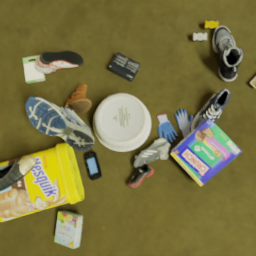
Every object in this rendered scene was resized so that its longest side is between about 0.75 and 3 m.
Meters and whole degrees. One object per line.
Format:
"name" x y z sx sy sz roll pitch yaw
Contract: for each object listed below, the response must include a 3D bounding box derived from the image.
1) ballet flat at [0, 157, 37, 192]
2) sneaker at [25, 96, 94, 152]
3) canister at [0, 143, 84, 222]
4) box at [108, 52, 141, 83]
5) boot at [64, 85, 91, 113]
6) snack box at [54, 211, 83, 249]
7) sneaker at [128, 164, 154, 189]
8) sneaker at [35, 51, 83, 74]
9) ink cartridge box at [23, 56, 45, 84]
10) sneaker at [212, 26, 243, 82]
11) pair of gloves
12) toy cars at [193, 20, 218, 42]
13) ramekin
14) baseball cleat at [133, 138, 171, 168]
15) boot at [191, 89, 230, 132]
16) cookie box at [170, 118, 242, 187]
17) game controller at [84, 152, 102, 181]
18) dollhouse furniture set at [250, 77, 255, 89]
"ballet flat" -4.213 1.555 8.809 2.952 0.981 0.839 -24 108 10
"sneaker" -2.265 -0.218 9.419 0.989 1.093 2.566 -41 117 18
"canister" -3.240 1.928 9.910 2.875 1.244 2.135 -16 81 -1
"box" -0.142 -2.382 11.022 1.047 0.413 0.739 29 78 3
"boot" -1.702 -1.080 10.233 0.601 1.566 1.216 39 54 -23
"snack box" -2.083 3.542 9.806 0.906 0.364 1.074 4 86 31
"sneaker" 0.406 1.739 10.226 1.128 0.551 0.399 -38 46 -9
"sneaker" -2.716 -2.546 10.971 1.784 0.956 0.596 -9 80 -38
"ink cartridge box" -3.746 -2.308 11.110 0.717 0.236 0.985 -10 81 -2
"sneaker" 3.826 -3.008 10.662 0.855 1.289 2.265 -7 81 5
"pair of gloves" 1.833 -0.090 10.779 1.457 0.166 1.171 -15 81 -2
"toy cars" 3.083 -3.929 11.346 1.338 0.296 0.600 -46 116 -5
"ramekin" -0.245 -0.250 10.353 2.233 1.040 2.233 0 80 1
"baseball cleat" 0.918 1.031 10.295 1.550 0.540 0.825 -44 53 -6
"boot" 3.065 -0.559 10.472 0.733 0.910 2.014 31 82 5
"cookie box" 2.746 0.856 10.101 1.893 0.711 1.619 -44 84 11
"game controller" -1.306 1.408 10.363 0.537 0.217 1.029 -19 78 13
"dollhouse furniture set" 5.444 -1.933 10.731 1.210 0.859 0.959 -45 83 -7
